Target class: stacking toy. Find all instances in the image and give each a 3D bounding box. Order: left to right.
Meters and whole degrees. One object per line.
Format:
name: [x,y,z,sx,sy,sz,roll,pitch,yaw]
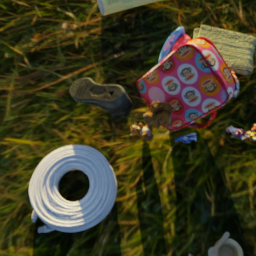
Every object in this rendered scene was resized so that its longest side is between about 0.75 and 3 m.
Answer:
stacking toy: [2.533,-2.158,9.817,2.741,1.504,1.591,32,91,15]

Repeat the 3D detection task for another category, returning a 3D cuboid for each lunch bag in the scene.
lunch bag: [1.797,-1.092,8.549,1.133,2.765,2.435,-39,96,-42]

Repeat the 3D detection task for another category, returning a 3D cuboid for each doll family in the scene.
doll family: [3.140,0.203,7.468,1.110,0.689,0.500,-3,103,-7]

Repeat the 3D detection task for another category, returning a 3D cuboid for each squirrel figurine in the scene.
squirrel figurine: [0.449,0.171,9.504,0.752,0.805,0.570,6,64,35]
squirrel figurine: [0.843,-0.402,8.195,0.797,0.604,0.854,8,109,18]

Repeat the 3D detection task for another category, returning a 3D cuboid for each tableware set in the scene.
tableware set: [2.891,4.523,8.010,2.229,0.310,2.668,-39,74,-14]

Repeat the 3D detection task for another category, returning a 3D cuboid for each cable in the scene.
cable: [-1.708,1.822,8.745,2.695,0.933,2.695,-3,68,-1]

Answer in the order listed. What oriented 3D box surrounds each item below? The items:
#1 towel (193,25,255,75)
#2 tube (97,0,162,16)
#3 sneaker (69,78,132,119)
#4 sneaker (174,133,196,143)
towel: [3.663,-3.040,10.930,2.473,0.451,1.834,14,70,9]
tube: [0.226,-5.526,11.858,2.998,0.870,0.778,-22,30,-11]
sneaker: [-0.846,-0.917,9.201,2.379,1.363,0.909,14,71,34]
sneaker: [1.977,0.399,9.627,0.788,0.291,0.324,-14,90,5]
